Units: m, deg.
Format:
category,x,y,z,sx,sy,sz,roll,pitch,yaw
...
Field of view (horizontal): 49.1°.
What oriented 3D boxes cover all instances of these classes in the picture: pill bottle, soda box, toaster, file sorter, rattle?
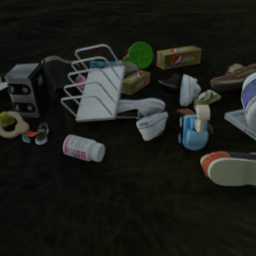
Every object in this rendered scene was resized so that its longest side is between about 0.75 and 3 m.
category,x,y,z,sx,sy,sz,roll,pitch,yaw
pill bottle,-1.300,0.624,8.299,1.108,0.628,0.628,12,34,18
soda box,0.347,-2.071,12.686,0.575,0.543,1.697,18,36,27
toaster,-3.753,-1.513,10.696,1.081,1.647,1.821,1,35,3
file sorter,-1.230,-1.536,9.793,1.550,1.391,2.234,-4,60,25
rattle,-3.729,0.088,9.565,1.426,1.018,0.928,20,60,-2
pill bottle,4.643,-0.889,9.435,1.489,1.489,2.574,7,33,11
soda box,2.775,-3.832,15.240,2.414,0.818,0.773,-15,35,-22

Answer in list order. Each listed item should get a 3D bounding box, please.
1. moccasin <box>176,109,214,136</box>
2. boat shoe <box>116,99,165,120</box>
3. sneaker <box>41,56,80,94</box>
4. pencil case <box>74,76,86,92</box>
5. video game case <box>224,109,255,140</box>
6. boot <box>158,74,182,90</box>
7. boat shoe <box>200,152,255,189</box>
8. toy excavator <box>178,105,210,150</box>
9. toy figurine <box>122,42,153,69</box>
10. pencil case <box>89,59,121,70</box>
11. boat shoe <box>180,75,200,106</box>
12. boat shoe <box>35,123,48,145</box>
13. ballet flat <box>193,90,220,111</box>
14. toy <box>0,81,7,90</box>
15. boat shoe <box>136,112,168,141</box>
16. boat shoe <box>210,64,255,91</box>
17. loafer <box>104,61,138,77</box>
category,x,y,z,sx,sy,sz,roll,pitch,yaw
moccasin,2.379,-0.237,9.774,0.649,0.615,1.682,-23,28,-18
boat shoe,0.397,-0.608,10.335,2.034,0.748,0.665,-4,55,-6
sneaker,-2.878,-2.249,12.770,1.024,1.454,2.738,-19,-1,18
pencil case,-1.944,-1.877,12.330,0.581,0.581,1.315,-14,33,-21
video game case,5.033,0.040,9.591,2.018,0.254,2.818,-12,34,-20
boot,1.898,-2.175,12.607,1.036,0.717,0.401,29,11,34
boat shoe,3.290,1.121,7.221,2.783,0.991,0.871,6,8,-3
toy excavator,2.034,0.005,8.166,0.844,1.642,1.689,0,18,2
toy figurine,0.247,-3.796,15.180,1.794,1.347,1.652,-37,22,-5
pencil case,-1.139,-3.068,14.123,1.594,0.678,0.737,-2,72,-6
boat shoe,2.610,-1.588,11.606,0.775,0.872,2.371,11,36,5
boat shoe,-2.879,0.177,9.301,0.357,0.321,1.009,-4,32,-6
ballet flat,3.179,-1.197,11.224,0.600,0.600,1.698,28,42,37
toy,-5.926,-1.342,11.551,1.287,0.528,2.235,4,31,11
boat shoe,0.843,-0.053,9.312,0.784,0.696,2.130,-12,6,28
boat shoe,4.699,-2.265,12.300,2.594,0.982,0.931,-12,78,-20
loafer,-0.407,-2.821,13.434,2.079,0.727,0.726,-14,64,-46
